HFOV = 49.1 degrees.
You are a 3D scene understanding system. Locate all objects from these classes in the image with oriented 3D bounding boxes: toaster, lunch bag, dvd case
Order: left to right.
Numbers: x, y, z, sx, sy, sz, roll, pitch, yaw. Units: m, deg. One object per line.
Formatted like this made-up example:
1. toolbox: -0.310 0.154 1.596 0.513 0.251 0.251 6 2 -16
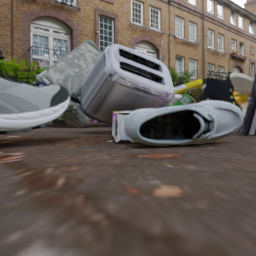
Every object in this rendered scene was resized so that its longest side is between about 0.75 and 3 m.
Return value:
1. lunch bag: -1.323 -1.216 7.696 2.017 1.691 1.405 -44 23 -19
2. toaster: -0.052 -0.709 5.072 1.815 1.031 1.172 16 -42 -24
3. dvd case: 2.892 -0.596 4.767 1.897 1.410 0.151 -5 28 -16

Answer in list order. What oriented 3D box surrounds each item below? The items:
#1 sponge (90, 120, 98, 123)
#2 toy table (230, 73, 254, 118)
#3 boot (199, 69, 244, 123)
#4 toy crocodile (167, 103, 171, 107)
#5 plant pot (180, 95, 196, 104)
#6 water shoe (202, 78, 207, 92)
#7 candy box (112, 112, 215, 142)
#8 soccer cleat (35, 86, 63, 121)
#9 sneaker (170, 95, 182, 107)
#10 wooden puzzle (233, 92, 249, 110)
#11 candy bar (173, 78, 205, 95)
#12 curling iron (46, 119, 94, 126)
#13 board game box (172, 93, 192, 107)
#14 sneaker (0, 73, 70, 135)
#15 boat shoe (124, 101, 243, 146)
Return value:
1. sponge: -1.322 -0.458 11.671 0.630 0.168 1.130 -29 18 -21
2. toy table: 2.657 -0.616 5.516 0.876 1.496 1.375 -20 23 27
3. boot: 2.625 -0.773 7.041 1.619 1.223 0.585 13 12 14
4. toy crocodile: 1.041 -0.721 8.731 0.293 0.268 0.867 23 -11 -24
5. plant pot: 2.669 -0.935 13.628 1.077 1.077 0.939 0 -29 -4
6. water shoe: 2.392 -1.066 8.031 0.384 0.424 1.074 -12 -27 24
7. candy box: 0.462 -0.036 4.128 1.369 0.418 0.934 -1 4 -6
8. soccer cleat: -2.447 -0.891 9.603 0.970 1.255 3.001 -39 1 -3
9. sneaker: 0.689 -0.578 10.359 2.947 1.103 1.468 -5 11 30
10. wooden puzzle: 3.744 -0.783 8.626 2.899 0.671 2.685 1 18 39
11. candy bar: 2.125 -1.392 9.422 1.820 0.202 0.454 -18 26 0
12. curling iron: -1.729 -0.200 8.516 1.516 0.194 0.376 -11 15 -5
13. board game box: 1.324 -0.519 7.724 0.256 0.971 1.269 45 11 4
14. sneaker: -1.661 -0.385 3.184 0.928 0.995 2.511 1 9 35
15. boat shoe: 0.753 -0.013 3.348 1.565 0.546 0.558 -5 11 -13
